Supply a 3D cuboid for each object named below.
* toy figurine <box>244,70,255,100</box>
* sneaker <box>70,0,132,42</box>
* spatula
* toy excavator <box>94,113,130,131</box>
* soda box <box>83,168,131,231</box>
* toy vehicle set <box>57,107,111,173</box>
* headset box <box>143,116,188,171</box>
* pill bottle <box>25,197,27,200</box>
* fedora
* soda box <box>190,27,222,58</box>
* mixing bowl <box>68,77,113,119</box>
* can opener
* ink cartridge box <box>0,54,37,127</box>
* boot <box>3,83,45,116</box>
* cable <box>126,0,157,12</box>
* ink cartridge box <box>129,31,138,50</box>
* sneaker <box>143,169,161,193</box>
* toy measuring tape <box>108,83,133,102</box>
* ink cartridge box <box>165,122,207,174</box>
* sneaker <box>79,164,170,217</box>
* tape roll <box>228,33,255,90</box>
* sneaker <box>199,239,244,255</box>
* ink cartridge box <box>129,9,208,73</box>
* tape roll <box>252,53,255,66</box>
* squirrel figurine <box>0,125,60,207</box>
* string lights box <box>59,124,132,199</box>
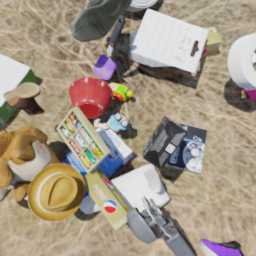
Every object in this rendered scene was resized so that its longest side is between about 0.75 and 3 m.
[{"bbox_3d":[5.024,-1.840,9.689,2.407,1.807,2.215,31,84,-13],"label":"toy figurine"},{"bbox_3d":[-0.997,-3.400,8.727,0.942,1.411,2.464,47,64,-25],"label":"sneaker"},{"bbox_3d":[-0.528,-2.432,8.686,0.687,2.430,0.250,39,53,5],"label":"spatula"},{"bbox_3d":[-0.497,-0.127,8.484,0.841,0.432,0.865,46,102,3],"label":"toy excavator"},{"bbox_3d":[-0.547,1.851,7.402,0.521,0.551,1.628,-40,77,6],"label":"soda box"},{"bbox_3d":[-1.135,0.302,6.984,1.443,0.896,0.191,52,35,12],"label":"toy vehicle set"},{"bbox_3d":[0.877,0.312,7.006,0.566,1.466,1.091,34,98,-2],"label":"headset box"},{"bbox_3d":[-2.681,1.556,7.844,0.485,0.485,0.850,31,81,12],"label":"pill bottle"},{"bbox_3d":[-1.634,1.522,6.608,1.424,0.581,1.424,5,76,-23],"label":"fedora"},{"bbox_3d":[2.132,-2.970,10.295,2.320,0.786,0.742,-14,68,-6],"label":"soda box"},{"bbox_3d":[-1.180,-0.804,8.692,1.417,1.417,0.767,0,51,0],"label":"mixing bowl"},{"bbox_3d":[0.891,2.833,7.157,0.914,0.729,2.734,-33,115,2],"label":"can opener"},{"bbox_3d":[-4.598,-1.020,9.448,1.503,0.859,2.896,26,70,10],"label":"ink cartridge box"},{"bbox_3d":[-2.471,-0.694,7.217,1.198,0.997,0.434,-7,61,26],"label":"boot"},{"bbox_3d":[0.275,-5.728,10.670,2.395,0.829,2.395,7,96,-34],"label":"cable"},{"bbox_3d":[0.482,-3.077,10.292,0.643,0.873,0.632,-29,71,-11],"label":"ink cartridge box"},{"bbox_3d":[0.722,1.504,7.696,0.361,0.381,0.946,-32,26,4],"label":"sneaker"},{"bbox_3d":[-0.506,-1.287,9.856,1.636,0.602,0.602,18,67,31],"label":"toy measuring tape"},{"bbox_3d":[1.688,0.589,9.032,1.516,0.329,1.501,13,70,4],"label":"ink cartridge box"},{"bbox_3d":[-0.040,2.200,8.081,2.517,0.927,1.455,-25,67,-11],"label":"sneaker"},{"bbox_3d":[3.673,-1.903,8.090,1.577,0.552,1.577,-2,95,-22],"label":"tape roll"},{"bbox_3d":[2.744,3.450,7.832,1.531,0.532,0.761,33,67,7],"label":"sneaker"},{"bbox_3d":[1.352,-2.825,9.457,2.215,0.632,1.800,21,74,-1],"label":"ink cartridge box"},{"bbox_3d":[4.366,-2.693,10.437,0.913,0.319,0.913,0,68,0],"label":"tape roll"},{"bbox_3d":[-3.068,1.010,7.425,2.062,1.563,2.209,-37,43,10],"label":"squirrel figurine"},{"bbox_3d":[-1.219,1.203,8.589,2.551,0.752,1.311,-41,73,-15],"label":"string lights box"}]
